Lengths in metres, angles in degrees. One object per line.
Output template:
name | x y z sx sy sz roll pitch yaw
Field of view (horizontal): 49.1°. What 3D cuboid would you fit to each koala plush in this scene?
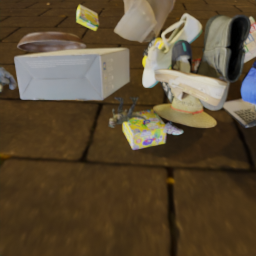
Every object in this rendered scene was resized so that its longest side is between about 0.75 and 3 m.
koala plush | -5.882 -2.020 12.641 1.047 1.085 1.181 13 51 18

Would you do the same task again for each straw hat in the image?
straw hat | 2.244 -0.931 10.509 2.437 1.031 2.437 9 21 -4

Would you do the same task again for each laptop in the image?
laptop | 5.508 -1.067 10.750 2.601 1.610 2.778 -11 38 -15

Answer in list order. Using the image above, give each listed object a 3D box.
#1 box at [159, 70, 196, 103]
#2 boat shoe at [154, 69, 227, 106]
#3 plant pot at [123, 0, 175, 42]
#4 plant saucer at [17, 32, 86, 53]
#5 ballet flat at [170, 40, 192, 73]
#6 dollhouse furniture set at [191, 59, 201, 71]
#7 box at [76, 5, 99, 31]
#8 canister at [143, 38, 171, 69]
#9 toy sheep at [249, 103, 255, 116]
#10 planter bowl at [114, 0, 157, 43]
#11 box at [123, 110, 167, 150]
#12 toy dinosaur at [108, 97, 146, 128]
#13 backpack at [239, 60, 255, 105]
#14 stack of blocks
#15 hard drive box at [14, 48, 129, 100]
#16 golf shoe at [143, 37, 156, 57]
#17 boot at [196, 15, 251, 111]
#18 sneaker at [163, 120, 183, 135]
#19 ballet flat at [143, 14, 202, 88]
box | 2.883 -1.970 12.850 2.466 0.537 1.976 -6 37 -8
boat shoe | 1.496 -1.091 7.445 0.798 0.749 2.166 0 17 -44
plant pot | 0.777 -4.958 12.142 2.302 2.302 1.997 8 78 11
plant saucer | -2.908 -3.264 10.722 2.527 0.405 2.527 -4 7 0
ballet flat | 1.632 -1.643 8.534 0.778 2.130 0.778 -4 54 6
dollhouse furniture set | 3.358 -3.256 13.497 1.706 0.889 1.725 -4 5 -20
box | -1.268 -3.410 8.730 0.654 0.270 1.115 20 32 -23
canister | 1.774 -3.481 13.444 0.969 1.662 2.238 28 2 -25
toy sheep | 4.087 -0.717 8.337 0.789 0.789 1.144 -23 18 -28
planter bowl | 0.317 -3.262 8.762 0.909 1.350 1.350 39 38 -11
box | 0.553 0.033 9.976 1.225 0.747 1.180 -10 38 -15
toy dinosaur | -0.037 -0.452 7.523 0.402 0.746 1.692 9 14 37
backpack | 2.946 -0.986 6.040 0.836 0.810 0.997 32 79 43
stack of blocks | 3.630 -2.706 9.567 0.547 1.867 1.075 12 55 -49
hard drive box | -1.310 -1.582 7.751 2.181 1.075 2.799 2 19 14
golf shoe | 0.871 -2.919 10.181 0.391 0.827 0.322 30 45 -5
boot | 2.454 -1.533 7.462 0.965 2.850 1.862 -1 26 3
sneaker | 1.595 -0.070 10.217 0.844 0.591 0.328 1 21 1
ballet flat | 1.313 -2.744 9.761 2.910 1.010 1.010 -48 46 3
